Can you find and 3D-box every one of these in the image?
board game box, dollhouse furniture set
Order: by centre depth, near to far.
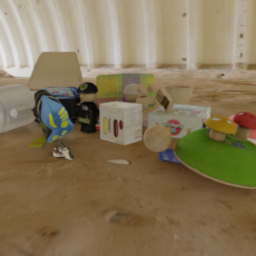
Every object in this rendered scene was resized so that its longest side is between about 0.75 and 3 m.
[{"bbox_3d":[0.865,-0.901,9.886,1.250,1.148,0.813,-11,54,-25],"label":"dollhouse furniture set"},{"bbox_3d":[2.074,-0.320,10.976,1.950,0.850,2.643,6,14,22],"label":"board game box"}]

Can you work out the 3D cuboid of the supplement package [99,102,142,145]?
[{"bbox_3d":[-0.257,-0.196,9.545,1.192,1.246,0.917,11,17,40],"label":"supplement package"}]

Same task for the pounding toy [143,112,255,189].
[{"bbox_3d":[2.009,0.155,6.554,2.849,1.322,2.199,20,18,20],"label":"pounding toy"}]

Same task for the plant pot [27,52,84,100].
[{"bbox_3d":[-3.610,-2.573,15.009,2.695,2.389,2.698,0,-18,-2],"label":"plant pot"}]

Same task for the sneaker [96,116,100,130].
[{"bbox_3d":[-0.911,-0.392,11.559,0.673,0.710,1.729,10,16,36],"label":"sneaker"}]

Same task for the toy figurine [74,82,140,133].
[{"bbox_3d":[-0.793,-0.976,11.432,2.704,1.881,2.662,-1,13,-7],"label":"toy figurine"}]

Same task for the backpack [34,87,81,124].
[{"bbox_3d":[-3.073,-1.114,12.908,2.079,1.532,2.277,0,12,4],"label":"backpack"}]

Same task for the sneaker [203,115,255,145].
[{"bbox_3d":[3.422,-0.020,8.935,0.860,1.012,2.333,18,6,-30],"label":"sneaker"}]

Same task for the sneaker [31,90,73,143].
[{"bbox_3d":[-2.359,-0.345,8.690,0.946,1.106,2.670,-30,-15,-18],"label":"sneaker"}]

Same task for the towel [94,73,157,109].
[{"bbox_3d":[-0.154,-1.569,11.874,2.627,0.299,1.887,-3,57,3],"label":"towel"}]

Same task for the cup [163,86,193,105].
[{"bbox_3d":[2.886,-1.796,16.368,1.744,1.247,1.744,-1,13,0],"label":"cup"}]

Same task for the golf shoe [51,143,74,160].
[{"bbox_3d":[-1.827,0.730,7.775,0.436,0.358,0.922,-30,27,-24],"label":"golf shoe"}]

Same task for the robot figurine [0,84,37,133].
[{"bbox_3d":[-4.707,-0.730,10.654,2.493,1.660,2.940,4,19,30],"label":"robot figurine"}]

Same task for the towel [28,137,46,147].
[{"bbox_3d":[-2.984,0.449,9.330,0.434,0.091,1.009,0,13,-5],"label":"towel"}]

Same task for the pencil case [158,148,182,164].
[{"bbox_3d":[1.276,0.753,7.433,0.925,0.402,0.361,5,42,28],"label":"pencil case"}]
